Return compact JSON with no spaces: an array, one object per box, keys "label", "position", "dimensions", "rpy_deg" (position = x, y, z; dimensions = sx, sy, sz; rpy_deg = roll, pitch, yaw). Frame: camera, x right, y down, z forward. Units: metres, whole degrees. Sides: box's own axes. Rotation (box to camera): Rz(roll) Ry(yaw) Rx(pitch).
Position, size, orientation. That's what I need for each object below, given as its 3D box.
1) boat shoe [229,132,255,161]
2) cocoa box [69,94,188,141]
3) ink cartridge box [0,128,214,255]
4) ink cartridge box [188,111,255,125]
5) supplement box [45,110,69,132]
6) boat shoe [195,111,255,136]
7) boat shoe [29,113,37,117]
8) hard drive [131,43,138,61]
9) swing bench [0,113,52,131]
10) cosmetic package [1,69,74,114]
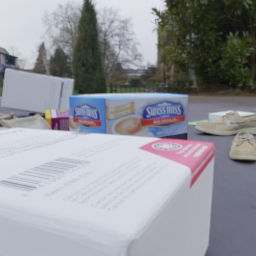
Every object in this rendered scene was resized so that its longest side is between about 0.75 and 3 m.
[{"label":"boat shoe","position":[2.328,0.348,5.653],"dimensions":[0.498,0.449,1.381],"rpy_deg":[3,9,21]},{"label":"cocoa box","position":[0.031,0.003,5.185],"dimensions":[1.912,1.255,1.275],"rpy_deg":[-6,10,-37]},{"label":"ink cartridge box","position":[-0.672,0.596,2.104],"dimensions":[2.288,0.970,1.666],"rpy_deg":[5,10,26]},{"label":"ink cartridge box","position":[3.383,-0.333,10.352],"dimensions":[1.575,0.519,2.165],"rpy_deg":[-8,13,-41]},{"label":"supplement box","position":[-1.351,-0.033,7.048],"dimensions":[1.409,0.727,0.923],"rpy_deg":[-2,15,-15]},{"label":"boat shoe","position":[3.070,-0.162,8.313],"dimensions":[2.161,0.702,0.779],"rpy_deg":[0,8,0]},{"label":"boat shoe","position":[-4.227,-0.561,12.533],"dimensions":[0.350,0.298,1.047],"rpy_deg":[-1,8,-8]},{"label":"hard drive","position":[0.262,-3.270,12.097],"dimensions":[0.104,0.513,0.777],"rpy_deg":[-13,-4,-8]},{"label":"swing bench","position":[-2.360,0.154,5.611],"dimensions":[1.327,0.861,1.320],"rpy_deg":[0,6,9]},{"label":"cosmetic package","position":[-3.934,-1.497,12.662],"dimensions":[2.719,1.671,2.710],"rpy_deg":[9,3,-11]}]
